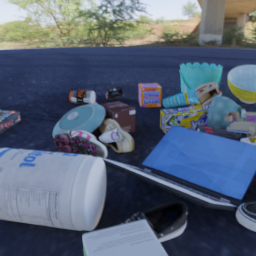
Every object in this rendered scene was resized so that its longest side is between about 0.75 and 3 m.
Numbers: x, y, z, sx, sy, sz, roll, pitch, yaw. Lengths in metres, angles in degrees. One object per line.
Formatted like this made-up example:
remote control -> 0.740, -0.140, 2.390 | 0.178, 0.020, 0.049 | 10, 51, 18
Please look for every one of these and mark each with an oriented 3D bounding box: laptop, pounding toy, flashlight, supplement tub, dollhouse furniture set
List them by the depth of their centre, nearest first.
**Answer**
supplement tub -> -1.717, 1.228, 5.782 | 2.267, 1.496, 1.496 | 3, 21, 10
laptop -> 1.367, 0.630, 6.692 | 2.802, 1.734, 2.992 | 15, -6, 37
dollhouse furniture set -> 3.643, 0.186, 8.956 | 1.426, 0.986, 1.511 | 5, 23, 42
flashlight -> 3.196, 0.160, 10.050 | 1.531, 0.518, 0.520 | 0, -24, -9
pounding toy -> 3.805, -1.399, 13.308 | 2.025, 1.162, 1.158 | -41, 23, -15
supplement tub -> -2.316, -1.541, 14.173 | 1.185, 0.726, 0.726 | 4, 21, 13

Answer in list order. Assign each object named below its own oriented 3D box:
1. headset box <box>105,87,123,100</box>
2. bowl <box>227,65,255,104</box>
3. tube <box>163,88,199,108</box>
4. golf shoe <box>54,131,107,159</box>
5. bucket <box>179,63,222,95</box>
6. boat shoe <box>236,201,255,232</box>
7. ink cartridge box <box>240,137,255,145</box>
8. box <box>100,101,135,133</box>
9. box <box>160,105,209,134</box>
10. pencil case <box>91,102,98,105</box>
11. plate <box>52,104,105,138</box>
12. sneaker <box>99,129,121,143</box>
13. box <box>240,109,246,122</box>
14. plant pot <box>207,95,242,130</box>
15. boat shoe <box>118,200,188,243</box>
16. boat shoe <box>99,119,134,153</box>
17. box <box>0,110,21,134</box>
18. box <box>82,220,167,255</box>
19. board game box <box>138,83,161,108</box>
headset box -> -0.761, -1.775, 14.651 | 0.755, 0.381, 1.016 | -11, -5, -13
bowl -> 6.238, -2.016, 14.243 | 2.413, 1.299, 2.413 | -4, 42, 4
tube -> 2.439, -1.309, 12.967 | 0.463, 0.711, 1.837 | -24, 8, -42
golf shoe -> -1.279, 0.428, 8.371 | 1.022, 0.806, 2.219 | -24, 26, -38
bucket -> 4.229, -2.875, 16.475 | 2.461, 1.601, 2.461 | -1, 21, 0
boat shoe -> 3.497, 1.687, 5.631 | 2.497, 0.707, 0.857 | 3, 21, 7
ink cartridge box -> 4.465, 0.662, 8.365 | 1.893, 0.637, 1.108 | -8, 22, -13
box -> -0.435, -0.384, 10.753 | 0.973, 0.963, 1.173 | -12, 24, -29
box -> 2.411, -0.352, 10.803 | 2.256, 0.791, 0.725 | -6, 23, -8
pencil case -> -1.596, -0.600, 11.799 | 0.670, 0.670, 1.534 | 3, 22, 8
plate -> -1.851, -0.285, 10.216 | 2.124, 0.271, 2.124 | -17, 36, 13
sneaker -> -0.532, 0.241, 8.360 | 0.511, 0.384, 1.025 | -12, -4, 16
box -> 4.379, -0.436, 11.586 | 0.909, 0.498, 1.030 | 7, 23, 12
plant pot -> 3.649, -0.481, 10.431 | 0.914, 1.364, 1.364 | 15, 25, 36
boat shoe -> 0.292, 1.839, 5.102 | 2.094, 0.694, 0.732 | -9, 35, -29
boat shoe -> -0.573, 0.259, 9.462 | 0.653, 0.726, 2.012 | -13, 30, -28
box -> -5.494, -0.148, 10.880 | 1.585, 0.437, 2.321 | 3, 21, 7
box -> -0.054, 2.108, 4.046 | 1.050, 1.045, 0.900 | -7, 22, -19
board game box -> 1.076, -1.639, 14.041 | 0.992, 0.992, 0.993 | -3, 21, -4
